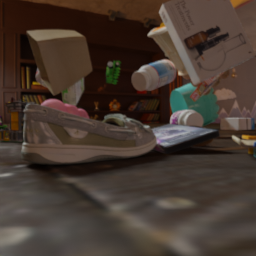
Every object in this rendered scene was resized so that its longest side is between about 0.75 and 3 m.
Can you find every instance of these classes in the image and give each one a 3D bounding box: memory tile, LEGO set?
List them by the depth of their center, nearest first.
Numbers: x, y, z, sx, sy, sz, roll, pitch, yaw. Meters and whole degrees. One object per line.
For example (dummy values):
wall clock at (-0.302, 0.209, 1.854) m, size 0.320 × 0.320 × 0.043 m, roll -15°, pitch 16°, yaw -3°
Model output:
LEGO set at (-2.984, -0.275, 7.814) m, size 1.606 × 1.210 × 2.089 m, roll 1°, pitch 2°, yaw 29°
memory tile at (3.468, -2.805, 13.291) m, size 1.753 × 2.287 × 0.192 m, roll -46°, pitch 5°, yaw 25°

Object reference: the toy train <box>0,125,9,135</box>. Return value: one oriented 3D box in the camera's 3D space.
toy train at (-4.755, 0.124, 9.348) m, size 0.506 × 0.375 × 1.795 m, roll -10°, pitch -2°, yaw 19°

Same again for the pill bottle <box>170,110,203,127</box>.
pill bottle at (2.444, -0.264, 11.669) m, size 0.972 × 0.972 × 1.731 m, roll 0°, pitch 1°, yaw -9°

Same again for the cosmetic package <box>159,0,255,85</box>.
cosmetic package at (2.392, -2.888, 8.540) m, size 1.942 × 2.576 × 0.665 m, roll -26°, pitch 0°, yaw -7°

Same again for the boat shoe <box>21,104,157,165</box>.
boat shoe at (-0.407, 0.063, 4.115) m, size 2.333 × 0.748 × 0.860 m, roll -2°, pitch 2°, yaw -44°

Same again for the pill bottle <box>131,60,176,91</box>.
pill bottle at (0.960, -1.950, 10.553) m, size 0.945 × 0.945 × 1.737 m, roll 2°, pitch 21°, yaw 46°

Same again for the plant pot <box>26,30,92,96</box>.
plant pot at (-2.215, -2.380, 9.410) m, size 1.568 × 1.771 × 1.769 m, roll -21°, pitch 36°, yaw -20°

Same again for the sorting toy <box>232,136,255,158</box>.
sorting toy at (2.203, 0.317, 4.318) m, size 1.084 × 0.262 × 1.925 m, roll 5°, pitch 3°, yaw 15°

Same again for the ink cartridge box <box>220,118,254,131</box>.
ink cartridge box at (5.882, -0.202, 15.080) m, size 1.547 × 0.664 × 1.133 m, roll 0°, pitch 1°, yaw -40°

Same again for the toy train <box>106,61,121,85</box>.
toy train at (-0.726, -2.535, 12.909) m, size 0.604 × 0.447 × 2.141 m, roll 7°, pitch -13°, yaw -5°

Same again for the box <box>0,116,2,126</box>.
box at (-5.314, -0.183, 8.949) m, size 1.610 × 0.407 × 2.252 m, roll -11°, pitch -6°, yaw 1°

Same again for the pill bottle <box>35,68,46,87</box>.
pill bottle at (-3.564, -3.142, 13.326) m, size 1.299 × 2.309 × 1.299 m, roll 4°, pitch -20°, yaw 1°

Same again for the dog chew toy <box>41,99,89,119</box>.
dog chew toy at (-3.271, -0.572, 14.556) m, size 2.612 × 1.627 × 1.627 m, roll 7°, pitch -2°, yaw -33°

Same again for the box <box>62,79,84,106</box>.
box at (-2.608, -2.030, 13.295) m, size 0.711 × 1.297 × 1.470 m, roll 13°, pitch -40°, yaw 4°

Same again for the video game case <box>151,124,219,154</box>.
video game case at (0.788, 0.168, 5.437) m, size 1.126 × 0.150 × 1.577 m, roll -15°, pitch 12°, yaw -22°

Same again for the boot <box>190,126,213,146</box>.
boot at (1.454, 0.157, 6.402) m, size 1.180 × 0.435 × 0.913 m, roll 1°, pitch 2°, yaw 31°

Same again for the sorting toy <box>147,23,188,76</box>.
sorting toy at (2.224, -3.103, 9.974) m, size 2.012 × 1.194 × 2.235 m, roll -1°, pitch -32°, yaw 46°

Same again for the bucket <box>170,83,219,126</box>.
bucket at (3.946, -1.365, 17.137) m, size 1.884 × 2.895 × 2.895 m, roll -17°, pitch 5°, yaw -12°

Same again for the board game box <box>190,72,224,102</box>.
board game box at (3.250, -1.769, 11.595) m, size 1.067 × 0.326 × 1.408 m, roll -38°, pitch -11°, yaw -22°
